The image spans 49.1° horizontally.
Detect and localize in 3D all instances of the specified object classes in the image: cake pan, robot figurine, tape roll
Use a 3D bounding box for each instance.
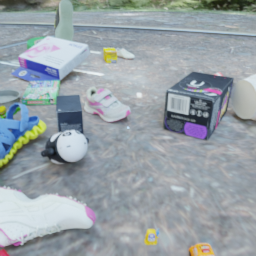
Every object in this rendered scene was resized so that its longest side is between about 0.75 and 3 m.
[{"bbox_3d":[-4.915,-1.127,10.884,1.431,0.262,1.431,0,28,0],"label":"cake pan"},{"bbox_3d":[-1.576,0.481,7.019,1.293,0.807,0.971,-15,41,50],"label":"robot figurine"},{"bbox_3d":[-4.253,-4.477,16.188,2.996,0.720,2.996,9,30,-5],"label":"tape roll"}]

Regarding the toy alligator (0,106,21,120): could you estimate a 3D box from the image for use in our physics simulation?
[{"bbox_3d":[-4.288,-0.166,8.768,1.920,0.569,0.521,-21,47,-5],"label":"toy alligator"}]

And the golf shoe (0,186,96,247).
[{"bbox_3d":[-1.744,1.736,5.134,2.261,0.852,1.035,5,48,8],"label":"golf shoe"}]

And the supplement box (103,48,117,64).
[{"bbox_3d":[-1.053,-4.227,16.303,0.641,0.645,1.179,-6,29,-12],"label":"supplement box"}]

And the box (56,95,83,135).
[{"bbox_3d":[-1.708,-0.211,8.199,0.734,1.164,1.184,-6,29,-11],"label":"box"}]

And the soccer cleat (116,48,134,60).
[{"bbox_3d":[-0.210,-4.477,16.885,1.412,0.548,0.489,23,36,35],"label":"soccer cleat"}]

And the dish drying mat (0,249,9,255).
[{"bbox_3d":[-2.512,2.579,4.033,0.732,0.173,1.905,23,35,34],"label":"dish drying mat"}]

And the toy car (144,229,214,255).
[{"bbox_3d":[0.858,2.077,4.691,1.288,0.428,0.632,7,29,12],"label":"toy car"}]

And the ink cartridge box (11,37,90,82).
[{"bbox_3d":[-3.794,-3.280,13.447,2.851,0.629,2.904,20,53,28],"label":"ink cartridge box"}]

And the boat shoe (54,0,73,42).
[{"bbox_3d":[-3.588,-5.590,15.504,0.982,2.755,0.830,8,-6,-31],"label":"boat shoe"}]

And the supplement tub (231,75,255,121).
[{"bbox_3d":[4.762,-1.068,9.416,2.137,1.543,1.543,-9,29,-15],"label":"supplement tub"}]

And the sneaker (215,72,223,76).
[{"bbox_3d":[3.945,-1.930,12.239,0.712,0.605,1.641,-14,24,1],"label":"sneaker"}]

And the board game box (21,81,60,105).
[{"bbox_3d":[-3.483,-1.452,11.364,1.268,0.274,1.885,-2,31,-7],"label":"board game box"}]

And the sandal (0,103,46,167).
[{"bbox_3d":[-3.270,0.189,7.346,0.972,1.065,2.445,0,34,27],"label":"sandal"}]

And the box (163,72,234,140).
[{"bbox_3d":[2.350,-0.852,9.223,1.531,1.328,2.504,16,31,26],"label":"box"}]

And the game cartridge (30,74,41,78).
[{"bbox_3d":[-4.710,-2.655,13.836,1.123,0.233,0.748,23,40,36],"label":"game cartridge"}]

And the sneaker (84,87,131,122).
[{"bbox_3d":[-0.800,-0.852,9.605,2.022,0.892,0.822,19,40,33],"label":"sneaker"}]
